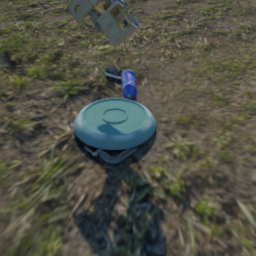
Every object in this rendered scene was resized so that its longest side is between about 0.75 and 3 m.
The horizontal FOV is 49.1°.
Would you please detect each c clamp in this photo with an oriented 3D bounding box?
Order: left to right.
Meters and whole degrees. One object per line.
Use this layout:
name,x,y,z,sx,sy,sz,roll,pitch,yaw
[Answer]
c clamp,-0.484,0.621,8.965,1.439,0.195,1.229,-27,46,-28

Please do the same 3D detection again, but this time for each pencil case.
pencil case,0.025,-1.834,11.582,0.604,0.672,1.548,-9,38,3

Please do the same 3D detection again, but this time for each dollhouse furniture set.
dollhouse furniture set,-0.663,-3.677,9.681,2.220,1.556,1.565,59,24,11

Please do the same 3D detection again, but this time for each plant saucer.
plant saucer,-0.469,-0.311,9.834,2.904,0.398,2.904,1,36,0

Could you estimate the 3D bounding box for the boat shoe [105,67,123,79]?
boat shoe,-0.511,-2.486,12.581,1.128,0.400,0.407,10,40,12
